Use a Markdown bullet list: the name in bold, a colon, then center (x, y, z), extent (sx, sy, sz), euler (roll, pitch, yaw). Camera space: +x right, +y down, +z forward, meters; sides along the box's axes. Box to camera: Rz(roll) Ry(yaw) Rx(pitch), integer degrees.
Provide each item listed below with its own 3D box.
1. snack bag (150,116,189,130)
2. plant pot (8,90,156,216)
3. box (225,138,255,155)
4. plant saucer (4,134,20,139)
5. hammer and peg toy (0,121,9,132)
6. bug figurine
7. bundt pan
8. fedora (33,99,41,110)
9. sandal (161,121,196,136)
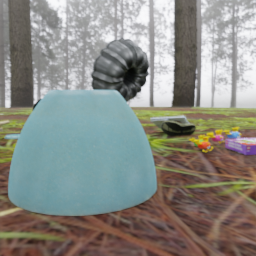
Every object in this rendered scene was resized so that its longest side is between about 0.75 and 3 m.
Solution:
- **snack bag**: center (2.176, -0.167, 13.701), extent (1.740, 0.186, 1.641), euler (-3, -22, 29)
- **plant pot**: center (-0.892, 0.234, 5.717), extent (2.945, 1.983, 2.945), euler (0, 6, 0)
- **box**: center (4.425, 0.606, 9.532), extent (1.771, 0.346, 1.212), euler (-1, 7, -11)
- **plant saucer**: center (-5.079, 0.385, 12.553), extent (0.866, 0.119, 0.866), euler (0, 6, 0)
- **hammer and peg toy**: center (-6.217, 0.125, 11.665), extent (2.422, 0.854, 1.782), euler (4, 6, 30)
- **bug figurine**: center (3.034, 0.430, 9.930), extent (1.779, 0.458, 1.380), euler (-16, 2, -14)
- **bundt pan**: center (-0.124, -2.008, 10.586), extent (0.960, 2.557, 2.557), euler (33, 25, 33)
- **fedora**: center (-3.323, -0.384, 12.898), extent (2.410, 1.100, 2.410), euler (1, -33, 0)
- **sandal**: center (2.304, -0.009, 13.087), extent (1.843, 0.732, 0.526), euler (6, 30, -28)
